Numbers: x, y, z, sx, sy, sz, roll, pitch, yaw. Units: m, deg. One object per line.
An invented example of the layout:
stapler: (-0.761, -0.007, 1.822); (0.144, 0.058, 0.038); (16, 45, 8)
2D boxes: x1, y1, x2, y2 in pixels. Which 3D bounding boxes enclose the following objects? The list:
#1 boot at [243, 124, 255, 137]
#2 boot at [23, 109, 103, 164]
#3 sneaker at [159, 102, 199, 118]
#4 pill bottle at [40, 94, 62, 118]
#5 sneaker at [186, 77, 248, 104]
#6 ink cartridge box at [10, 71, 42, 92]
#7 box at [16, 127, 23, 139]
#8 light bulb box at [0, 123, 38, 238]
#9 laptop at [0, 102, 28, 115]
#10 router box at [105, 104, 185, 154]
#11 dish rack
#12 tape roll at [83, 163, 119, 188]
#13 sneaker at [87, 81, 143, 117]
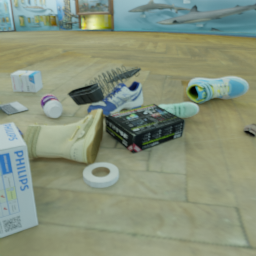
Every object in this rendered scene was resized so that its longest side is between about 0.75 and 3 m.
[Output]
boot: (4.704, 0.137, 10.134); (0.969, 0.340, 0.709); (19, 37, 38)
boot: (-2.016, 0.147, 9.223); (2.293, 1.074, 2.951); (1, 28, 3)
sneaker: (1.892, -0.602, 11.251); (1.761, 0.648, 1.039); (-1, 17, 22)
pill bottle: (-3.210, -0.895, 11.777); (0.757, 0.757, 1.347); (-11, 27, -23)
sneaker: (4.085, -1.699, 13.156); (2.833, 1.127, 1.850); (1, 21, 26)
ink cartridge box: (-5.429, -2.502, 15.026); (1.279, 0.938, 0.934); (3, 25, 6)
box: (-4.435, 0.318, 9.795); (1.315, 0.213, 0.797); (-14, 28, -31)
light bulb box: (-3.126, 1.195, 5.694); (2.080, 2.062, 1.298); (-12, 28, -28)
laptop: (-5.372, -1.156, 12.259); (1.438, 0.834, 1.347); (-20, 32, -37)
router box: (0.579, -0.059, 9.922); (2.288, 0.711, 1.715); (-15, 34, -31)
dish rack: (-0.918, -1.934, 11.875); (2.921, 0.797, 2.241); (-41, 23, -29)
tape roll: (-0.754, 1.289, 7.743); (1.001, 0.183, 1.001); (1, 24, 0)
sneaker: (-0.564, -1.312, 12.088); (2.826, 1.246, 1.064); (-21, 32, -37)
